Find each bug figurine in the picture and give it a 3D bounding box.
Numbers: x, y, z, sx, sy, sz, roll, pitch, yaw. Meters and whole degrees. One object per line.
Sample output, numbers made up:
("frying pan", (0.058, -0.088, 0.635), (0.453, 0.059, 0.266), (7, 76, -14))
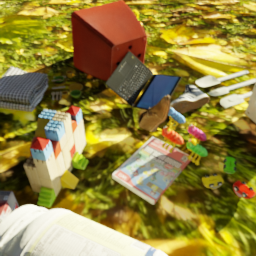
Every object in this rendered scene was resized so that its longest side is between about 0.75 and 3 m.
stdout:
("bug figurine", (1.694, 0.149, 8.555), (1.687, 0.560, 2.176), (35, 28, -5))

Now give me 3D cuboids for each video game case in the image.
("video game case", (0.746, 1.173, 8.380), (1.492, 0.182, 2.086), (28, 48, 28))

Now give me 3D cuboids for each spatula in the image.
("spatula", (4.487, -1.779, 11.740), (2.862, 0.230, 1.990), (-19, 44, -20))

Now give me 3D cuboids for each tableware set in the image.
("tableware set", (-2.564, -1.826, 11.734), (1.299, 0.296, 1.929), (-6, 41, -7))

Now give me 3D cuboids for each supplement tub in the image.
("supplement tub", (-0.935, 2.784, 5.022), (2.969, 2.152, 2.152), (17, 44, 18))

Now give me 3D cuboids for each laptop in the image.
("laptop", (0.601, -1.793, 10.647), (2.141, 1.106, 1.897), (39, 63, -15))

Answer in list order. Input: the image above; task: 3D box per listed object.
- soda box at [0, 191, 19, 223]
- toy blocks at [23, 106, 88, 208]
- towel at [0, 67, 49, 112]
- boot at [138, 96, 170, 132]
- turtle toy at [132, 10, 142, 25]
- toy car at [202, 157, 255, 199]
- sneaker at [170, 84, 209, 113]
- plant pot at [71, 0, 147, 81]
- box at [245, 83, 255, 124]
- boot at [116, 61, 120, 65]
("soda box", (-4.074, 2.062, 6.903), (2.440, 0.774, 0.854), (2, 40, 3))
("toy blocks", (-2.022, 0.408, 7.885), (1.444, 1.975, 2.890), (10, 42, 11))
("towel", (-4.205, -1.556, 10.982), (1.687, 0.872, 2.038), (6, 41, 5))
("boot", (0.828, -0.443, 9.039), (0.634, 1.680, 0.619), (12, 51, -16))
("turtle toy", (-0.172, -4.966, 14.536), (2.286, 1.666, 1.155), (-27, 69, -26))
("toy car", (2.880, 1.391, 8.035), (1.421, 0.317, 1.337), (14, 43, 14))
("sneaker", (2.142, -1.131, 10.678), (1.737, 0.609, 0.942), (-13, 47, -24))
("plant pot", (-0.669, -3.513, 12.082), (2.655, 2.652, 2.340), (-27, 55, -27))
("box", (5.702, -1.025, 9.830), (2.527, 1.572, 1.232), (-14, 43, -15))
("boot", (-1.120, -3.363, 12.943), (2.399, 0.870, 2.181), (24, 59, 40))
